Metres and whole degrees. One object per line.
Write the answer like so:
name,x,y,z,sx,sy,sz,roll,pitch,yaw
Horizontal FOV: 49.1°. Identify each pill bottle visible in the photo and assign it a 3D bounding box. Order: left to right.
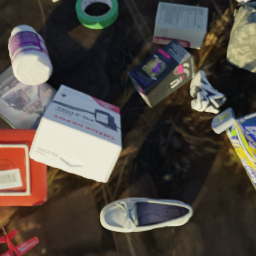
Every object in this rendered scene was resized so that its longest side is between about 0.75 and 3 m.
pill bottle,-3.440,-2.601,9.701,1.234,1.234,2.198,-20,53,-8

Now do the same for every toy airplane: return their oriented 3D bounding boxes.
toy airplane,-3.115,3.201,7.445,1.332,0.245,1.332,2,40,-2

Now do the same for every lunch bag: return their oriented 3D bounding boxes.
lunch bag,4.999,-3.245,9.872,2.742,1.910,2.299,18,52,6

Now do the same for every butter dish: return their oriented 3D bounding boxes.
butter dish,-3.357,1.027,8.231,2.189,1.618,2.183,0,97,-2

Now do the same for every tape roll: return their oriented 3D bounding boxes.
tape roll,-1.237,-4.751,11.200,1.666,0.400,1.666,0,67,0

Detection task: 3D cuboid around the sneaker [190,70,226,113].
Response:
sneaker,2.799,-1.184,9.657,1.122,0.688,1.724,20,45,-13

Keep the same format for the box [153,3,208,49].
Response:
box,1.933,-3.815,10.490,1.827,0.996,1.168,9,68,4

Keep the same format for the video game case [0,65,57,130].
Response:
video game case,-3.642,-1.006,9.768,2.680,0.254,1.915,38,73,15

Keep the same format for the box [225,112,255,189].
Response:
box,4.127,0.956,8.614,0.972,0.892,2.774,-18,70,-7

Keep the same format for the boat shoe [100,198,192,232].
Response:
boat shoe,0.498,2.458,8.033,2.605,0.835,0.960,0,68,0

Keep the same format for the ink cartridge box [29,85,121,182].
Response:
ink cartridge box,-1.262,0.028,7.527,1.923,2.657,1.121,21,112,-12

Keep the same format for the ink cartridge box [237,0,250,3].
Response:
ink cartridge box,4.814,-5.554,11.563,0.773,0.324,0.679,-43,73,-15

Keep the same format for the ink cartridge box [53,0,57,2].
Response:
ink cartridge box,-3.090,-5.865,11.612,0.783,0.472,1.078,-38,74,-15

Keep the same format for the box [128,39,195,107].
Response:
box,1.151,-1.786,9.317,1.921,1.174,1.019,-35,62,0

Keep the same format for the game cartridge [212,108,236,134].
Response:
game cartridge,2.977,-0.224,8.791,0.222,1.098,0.732,46,115,-6
